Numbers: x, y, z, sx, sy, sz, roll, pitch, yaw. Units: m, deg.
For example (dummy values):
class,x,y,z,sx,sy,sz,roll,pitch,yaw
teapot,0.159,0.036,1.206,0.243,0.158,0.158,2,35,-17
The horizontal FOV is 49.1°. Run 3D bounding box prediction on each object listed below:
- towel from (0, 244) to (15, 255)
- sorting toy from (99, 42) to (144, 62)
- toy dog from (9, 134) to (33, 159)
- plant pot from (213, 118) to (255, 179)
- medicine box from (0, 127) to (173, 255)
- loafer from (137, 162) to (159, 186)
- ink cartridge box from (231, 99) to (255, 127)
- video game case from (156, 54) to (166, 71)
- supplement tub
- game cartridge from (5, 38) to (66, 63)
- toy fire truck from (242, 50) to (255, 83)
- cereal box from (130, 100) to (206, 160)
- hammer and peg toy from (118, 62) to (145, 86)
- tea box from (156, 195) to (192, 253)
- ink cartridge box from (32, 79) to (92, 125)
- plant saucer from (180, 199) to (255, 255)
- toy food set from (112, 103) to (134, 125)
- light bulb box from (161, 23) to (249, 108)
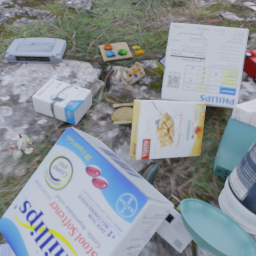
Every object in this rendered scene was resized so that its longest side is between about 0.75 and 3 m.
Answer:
class,x,y,z,sx,sy,sz,roll,pitch,yaw
towel,-2.821,3.098,5.539,2.134,0.254,1.567,-6,45,-5
sorting toy,-0.275,-3.308,11.836,1.742,0.233,1.298,-11,46,-10
toy dog,-2.999,0.464,7.787,0.564,0.412,0.855,-28,26,-10
plant pot,2.843,0.662,7.417,0.964,0.964,1.364,23,65,20
medicine box,-0.857,1.695,5.408,2.282,1.290,2.506,37,92,31
loafer,0.180,1.407,6.811,0.593,0.677,1.884,21,41,18
ink cartridge box,3.466,-0.236,8.088,1.607,0.925,0.545,-15,35,-30
video game case,2.179,-2.395,10.307,1.726,0.220,1.560,-41,75,-13
supplement tub,2.989,1.164,5.990,1.407,2.005,1.407,15,33,-10
game cartridge,-3.777,-3.258,11.682,2.242,0.454,1.495,2,49,2
toy fire truck,5.609,-2.062,10.309,1.934,0.668,2.742,-12,46,-12
cereal box,1.053,0.037,7.250,2.039,1.467,0.403,-1,10,-28
hammer and peg toy,0.151,-1.914,10.304,0.941,0.332,0.692,-33,55,17
tea box,1.031,2.007,5.981,0.863,0.577,0.849,38,16,19
ink cartridge box,-2.121,-0.875,9.137,1.539,0.661,1.127,19,48,13
plant saucer,1.661,1.998,5.364,1.638,0.294,1.638,25,16,-8
toy food set,-0.108,-0.390,8.969,0.839,0.244,1.215,-4,34,-1
light bulb box,2.275,-1.879,8.792,2.273,2.293,1.431,8,6,7
